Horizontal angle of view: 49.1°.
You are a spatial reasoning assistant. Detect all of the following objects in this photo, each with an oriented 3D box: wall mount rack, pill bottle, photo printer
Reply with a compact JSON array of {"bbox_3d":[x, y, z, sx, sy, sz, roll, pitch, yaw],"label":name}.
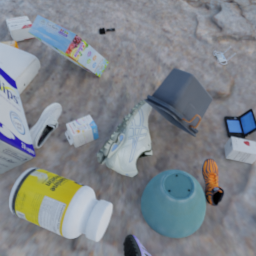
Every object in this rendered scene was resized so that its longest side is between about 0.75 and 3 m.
[{"bbox_3d":[4.045,-3.066,11.778,0.758,0.325,0.872,-13,51,3],"label":"wall mount rack"},{"bbox_3d":[-1.629,1.930,6.975,2.318,1.298,1.298,17,52,14],"label":"pill bottle"},{"bbox_3d":[-4.926,-1.851,10.209,2.316,0.967,2.783,21,55,6],"label":"photo printer"}]

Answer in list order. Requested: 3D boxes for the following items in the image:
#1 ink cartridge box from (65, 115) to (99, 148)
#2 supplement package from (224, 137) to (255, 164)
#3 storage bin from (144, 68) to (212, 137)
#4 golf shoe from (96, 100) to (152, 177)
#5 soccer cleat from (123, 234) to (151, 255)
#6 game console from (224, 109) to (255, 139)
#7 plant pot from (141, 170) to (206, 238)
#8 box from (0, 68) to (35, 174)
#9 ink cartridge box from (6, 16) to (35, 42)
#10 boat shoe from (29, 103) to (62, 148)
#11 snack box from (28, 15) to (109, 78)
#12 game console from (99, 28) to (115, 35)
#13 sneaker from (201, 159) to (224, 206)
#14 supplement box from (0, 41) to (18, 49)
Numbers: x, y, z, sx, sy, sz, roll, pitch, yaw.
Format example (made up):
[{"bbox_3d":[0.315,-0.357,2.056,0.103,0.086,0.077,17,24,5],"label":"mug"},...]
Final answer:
[{"bbox_3d":[-1.513,0.129,8.958,0.941,0.589,0.605,-23,53,-18],"label":"ink cartridge box"},{"bbox_3d":[3.438,0.678,8.477,0.839,0.503,0.509,12,50,-2],"label":"supplement package"},{"bbox_3d":[1.695,-0.770,8.428,1.449,1.991,1.337,35,92,44],"label":"storage bin"},{"bbox_3d":[0.241,0.308,8.756,1.394,1.122,2.866,37,54,-3],"label":"golf shoe"},{"bbox_3d":[0.502,3.273,6.403,0.681,0.634,1.860,2,36,-36],"label":"soccer cleat"},{"bbox_3d":[3.692,-0.162,9.239,0.821,0.543,0.933,3,50,2],"label":"game console"},{"bbox_3d":[1.219,1.759,7.214,1.742,1.173,1.742,0,50,0],"label":"plant pot"},{"bbox_3d":[-4.060,-0.504,7.389,1.541,2.701,2.937,-25,67,1],"label":"box"},{"bbox_3d":[-4.912,-4.535,12.793,0.994,0.561,1.354,-18,45,-18],"label":"ink cartridge box"},{"bbox_3d":[-2.603,-0.078,9.049,0.608,0.639,1.776,16,51,25],"label":"boat shoe"},{"bbox_3d":[-2.137,-2.974,10.444,2.010,2.383,0.806,33,92,24],"label":"snack box"},{"bbox_3d":[-0.996,-4.611,13.282,0.784,0.094,0.462,-8,50,-5],"label":"game console"},{"bbox_3d":[2.281,1.452,7.399,0.484,0.700,1.249,-6,90,-3],"label":"sneaker"},{"bbox_3d":[-5.374,-3.193,11.816,1.337,0.491,0.842,-9,49,-7],"label":"supplement box"}]
